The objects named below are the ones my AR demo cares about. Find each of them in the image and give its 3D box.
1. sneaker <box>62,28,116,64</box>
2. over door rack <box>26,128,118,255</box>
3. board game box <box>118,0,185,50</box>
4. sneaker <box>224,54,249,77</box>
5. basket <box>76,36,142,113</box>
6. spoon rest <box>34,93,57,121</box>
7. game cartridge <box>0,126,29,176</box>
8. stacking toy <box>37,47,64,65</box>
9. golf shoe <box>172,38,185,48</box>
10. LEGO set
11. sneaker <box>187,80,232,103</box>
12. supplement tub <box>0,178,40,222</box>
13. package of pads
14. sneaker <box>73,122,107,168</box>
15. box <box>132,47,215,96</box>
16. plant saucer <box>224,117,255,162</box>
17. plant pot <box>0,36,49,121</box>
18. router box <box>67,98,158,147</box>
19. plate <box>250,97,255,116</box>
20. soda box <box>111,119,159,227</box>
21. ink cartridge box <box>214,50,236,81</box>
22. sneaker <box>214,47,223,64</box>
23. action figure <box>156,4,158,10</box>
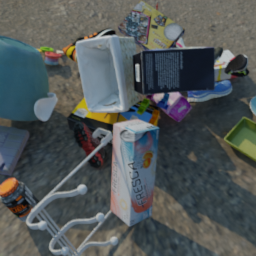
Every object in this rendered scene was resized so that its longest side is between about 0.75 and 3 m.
[{"bbox_3d":[-1.228,-2.758,8.980,0.883,0.686,1.963,29,53,23],"label":"sneaker"},{"bbox_3d":[-0.704,1.582,6.164,0.894,1.983,2.684,6,43,33],"label":"over door rack"},{"bbox_3d":[0.771,-3.320,9.524,1.888,0.327,1.279,40,87,13],"label":"board game box"},{"bbox_3d":[3.731,-1.998,9.209,0.667,0.578,1.612,21,8,0],"label":"sneaker"},{"bbox_3d":[-0.460,-1.543,7.940,1.358,2.003,1.236,2,20,34],"label":"basket"},{"bbox_3d":[-2.260,-0.644,7.787,0.363,0.595,1.198,-11,32,14],"label":"spoon rest"},{"bbox_3d":[-4.306,0.540,8.290,2.348,0.451,1.522,8,47,4],"label":"game cartridge"},{"bbox_3d":[-3.224,-2.817,11.214,1.234,0.521,1.117,18,27,11],"label":"stacking toy"},{"bbox_3d":[2.014,-2.424,9.900,0.838,0.661,1.820,-8,71,7],"label":"golf shoe"},{"bbox_3d":[0.624,-0.377,7.923,0.733,0.789,1.923,24,61,12],"label":"LEGO set"},{"bbox_3d":[2.736,-1.396,9.304,1.905,0.849,0.748,-17,12,-31],"label":"sneaker"},{"bbox_3d":[-2.627,1.731,6.759,0.622,1.015,0.622,-19,33,13],"label":"supplement tub"},{"bbox_3d":[1.051,-1.163,9.149,0.762,1.213,2.014,-48,58,10],"label":"package of pads"},{"bbox_3d":[-1.047,0.409,7.975,0.503,1.423,0.695,-16,18,38],"label":"sneaker"},{"bbox_3d":[1.020,-1.393,6.843,1.644,1.021,1.657,-4,12,-6],"label":"box"},{"bbox_3d":[3.727,0.413,8.484,1.269,0.304,1.271,36,58,26],"label":"plant saucer"},{"bbox_3d":[-3.513,-1.624,8.317,2.709,1.825,2.709,23,17,-7],"label":"plant pot"},{"bbox_3d":[-0.454,-0.304,8.865,2.339,0.597,1.745,20,52,15],"label":"router box"},{"bbox_3d":[4.783,-0.577,9.357,1.445,0.185,1.445,2,48,-2],"label":"plate"},{"bbox_3d":[0.119,1.022,6.430,0.732,2.301,0.787,-13,24,-37],"label":"soda box"},{"bbox_3d":[3.296,-2.303,10.506,1.433,0.598,1.040,-12,48,-9],"label":"ink cartridge box"},{"bbox_3d":[2.246,-2.134,8.702,0.629,1.391,0.462,31,50,-32],"label":"sneaker"},{"bbox_3d":[0.929,-4.850,12.460,0.641,0.972,1.964,8,48,6],"label":"action figure"}]
